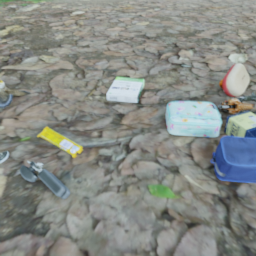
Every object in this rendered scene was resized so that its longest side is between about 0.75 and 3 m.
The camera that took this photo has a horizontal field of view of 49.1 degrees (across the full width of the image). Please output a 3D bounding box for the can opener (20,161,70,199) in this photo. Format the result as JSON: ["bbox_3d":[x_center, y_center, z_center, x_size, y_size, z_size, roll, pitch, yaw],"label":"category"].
[{"bbox_3d":[-2.528,1.592,8.513,1.967,0.518,0.654,25,76,35],"label":"can opener"}]

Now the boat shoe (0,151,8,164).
[{"bbox_3d":[-4.329,0.995,9.481,0.281,0.277,0.780,7,34,10],"label":"boat shoe"}]

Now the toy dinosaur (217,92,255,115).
[{"bbox_3d":[4.517,-0.805,11.416,1.463,1.101,2.155,0,25,-3],"label":"toy dinosaur"}]

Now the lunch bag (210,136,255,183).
[{"bbox_3d":[3.425,1.041,8.686,1.679,1.111,1.141,5,48,4],"label":"lunch bag"}]

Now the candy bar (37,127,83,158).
[{"bbox_3d":[-2.519,0.488,10.215,2.185,0.242,0.545,24,59,32],"label":"candy bar"}]

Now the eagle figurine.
[{"bbox_3d":[-5.686,-1.658,12.952,1.845,1.393,1.400,38,86,3],"label":"eagle figurine"}]

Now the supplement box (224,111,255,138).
[{"bbox_3d":[4.444,0.020,10.535,1.090,0.732,1.089,-14,36,-20],"label":"supplement box"}]

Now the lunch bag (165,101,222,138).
[{"bbox_3d":[2.575,-0.350,11.020,2.123,0.818,1.702,2,34,3],"label":"lunch bag"}]

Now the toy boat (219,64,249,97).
[{"bbox_3d":[5.053,-2.255,13.747,1.228,1.226,1.879,-17,23,47],"label":"toy boat"}]

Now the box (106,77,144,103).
[{"bbox_3d":[-0.087,-1.897,13.778,1.490,0.375,2.064,7,35,10],"label":"box"}]
